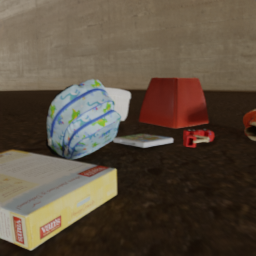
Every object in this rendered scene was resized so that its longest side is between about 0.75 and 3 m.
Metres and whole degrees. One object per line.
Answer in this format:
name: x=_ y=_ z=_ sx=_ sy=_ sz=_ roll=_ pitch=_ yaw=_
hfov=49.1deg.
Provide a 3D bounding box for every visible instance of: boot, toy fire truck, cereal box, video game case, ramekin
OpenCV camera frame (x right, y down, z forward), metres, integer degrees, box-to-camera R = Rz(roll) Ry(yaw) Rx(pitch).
boot: x=4.848 y=-0.114 z=10.515 sx=1.433 sy=1.003 sz=2.673 roll=-7 pitch=12 yaw=-6
toy fire truck: x=2.407 y=0.335 z=9.576 sx=1.442 sy=0.351 sz=1.017 roll=-1 pitch=13 yaw=-18
cereal box: x=-1.964 y=1.049 z=5.074 sx=2.938 sy=0.581 sz=2.114 roll=6 pitch=12 yaw=30
video game case: x=0.510 y=0.406 z=9.373 sx=1.375 sy=0.167 sz=1.511 roll=7 pitch=9 yaw=44
ramekin: x=-1.098 y=-0.945 z=12.113 sx=2.355 sy=1.236 sz=2.355 roll=3 pitch=-3 yaw=0

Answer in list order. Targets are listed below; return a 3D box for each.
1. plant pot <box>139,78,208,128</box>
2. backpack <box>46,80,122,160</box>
plant pot: x=2.226 y=-1.344 z=13.633 sx=2.492 sy=2.199 sz=2.495 roll=-8 pitch=13 yaw=-38
backpack: x=-1.104 y=-0.160 z=7.068 sx=1.954 sy=2.395 sz=1.842 roll=-23 pitch=57 yaw=-25
